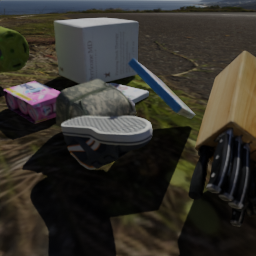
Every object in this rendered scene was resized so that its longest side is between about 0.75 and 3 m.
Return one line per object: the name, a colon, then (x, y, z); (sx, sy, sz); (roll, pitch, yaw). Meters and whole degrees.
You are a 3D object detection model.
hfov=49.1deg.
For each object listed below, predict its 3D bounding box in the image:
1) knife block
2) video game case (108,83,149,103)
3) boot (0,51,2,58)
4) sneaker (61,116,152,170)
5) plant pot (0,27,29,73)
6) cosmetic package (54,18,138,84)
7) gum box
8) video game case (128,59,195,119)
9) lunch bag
knife block: (1.651, 0.014, 4.523); (2.438, 0.889, 2.778); (-5, 63, -33)
video game case: (-0.464, -1.013, 8.896); (1.588, 0.207, 1.745); (18, 31, 31)
boot: (-6.017, -3.102, 12.654); (1.330, 0.604, 1.583); (11, 35, 28)
sneaker: (-0.366, 0.274, 5.054); (0.851, 0.861, 2.169); (-25, 20, -38)
plant pot: (-4.799, -2.824, 10.058); (2.121, 2.233, 2.233); (12, 28, 30)
cosmetic package: (-1.203, -3.047, 10.861); (2.513, 2.103, 2.090); (-21, 34, -35)
gum box: (-2.592, -0.744, 7.880); (1.773, 0.586, 1.006); (24, 37, 39)
video game case: (0.861, -0.828, 6.496); (1.470, 0.183, 2.054); (47, 14, 15)
lunch bag: (-0.739, -0.371, 6.700); (1.318, 1.095, 1.571); (35, 41, 28)
